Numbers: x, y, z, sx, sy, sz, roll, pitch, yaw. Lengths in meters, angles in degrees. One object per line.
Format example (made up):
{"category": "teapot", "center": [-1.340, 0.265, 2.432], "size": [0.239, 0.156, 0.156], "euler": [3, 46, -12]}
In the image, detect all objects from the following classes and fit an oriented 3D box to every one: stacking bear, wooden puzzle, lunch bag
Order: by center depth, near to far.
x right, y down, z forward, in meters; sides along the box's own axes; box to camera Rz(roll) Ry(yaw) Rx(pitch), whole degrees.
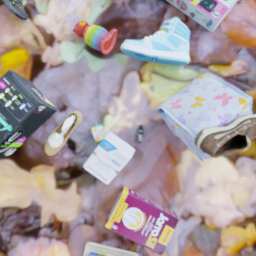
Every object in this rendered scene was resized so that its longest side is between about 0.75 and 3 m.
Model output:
{"category": "lunch bag", "center": [2.755, -0.585, 10.448], "size": [2.450, 1.837, 2.889], "euler": [-35, 44, -4]}
{"category": "wooden puzzle", "center": [-0.857, 5.799, 10.819], "size": [2.147, 0.537, 2.318], "euler": [13, 86, 0]}
{"category": "stacking bear", "center": [-1.417, -3.739, 11.268], "size": [1.683, 0.957, 1.022], "euler": [32, 68, 12]}

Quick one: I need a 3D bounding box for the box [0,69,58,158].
{"category": "box", "center": [-4.437, -0.418, 10.432], "size": [2.817, 2.092, 1.751], "euler": [-44, 87, -3]}

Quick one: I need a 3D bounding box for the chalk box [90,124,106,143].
{"category": "chalk box", "center": [-1.200, 0.144, 11.212], "size": [0.487, 0.490, 0.787], "euler": [-21, 86, -2]}

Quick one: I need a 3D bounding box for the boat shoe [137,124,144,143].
{"category": "boat shoe", "center": [0.499, 0.234, 11.330], "size": [0.286, 0.234, 0.775], "euler": [7, 86, 0]}

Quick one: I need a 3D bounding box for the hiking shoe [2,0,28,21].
{"category": "hiking shoe", "center": [-4.618, -5.336, 11.427], "size": [1.003, 0.754, 1.992], "euler": [-40, 86, 1]}

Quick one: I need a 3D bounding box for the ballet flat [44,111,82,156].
{"category": "ballet flat", "center": [-2.658, 0.173, 11.112], "size": [0.740, 0.680, 2.157], "euler": [36, 87, 2]}

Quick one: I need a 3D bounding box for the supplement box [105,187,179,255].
{"category": "supplement box", "center": [0.505, 3.475, 10.634], "size": [2.329, 1.202, 1.525], "euler": [26, 87, 2]}

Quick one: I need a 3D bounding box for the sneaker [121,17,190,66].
{"category": "sneaker", "center": [1.158, -3.574, 11.133], "size": [2.774, 1.103, 1.811], "euler": [8, 91, -9]}

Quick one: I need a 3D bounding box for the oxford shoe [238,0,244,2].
{"category": "oxford shoe", "center": [4.814, -5.834, 11.621], "size": [0.424, 0.433, 1.188], "euler": [12, 86, 1]}

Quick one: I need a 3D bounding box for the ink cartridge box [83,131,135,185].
{"category": "ink cartridge box", "center": [-0.737, 1.153, 10.572], "size": [1.219, 0.704, 1.669], "euler": [37, 122, -3]}

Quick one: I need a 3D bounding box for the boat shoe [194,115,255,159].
{"category": "boat shoe", "center": [3.474, 0.365, 8.863], "size": [2.717, 1.005, 1.004], "euler": [-17, 128, -18]}

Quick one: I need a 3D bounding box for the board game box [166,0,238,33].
{"category": "board game box", "center": [2.951, -5.652, 11.282], "size": [2.900, 0.932, 2.139], "euler": [38, 87, 8]}
